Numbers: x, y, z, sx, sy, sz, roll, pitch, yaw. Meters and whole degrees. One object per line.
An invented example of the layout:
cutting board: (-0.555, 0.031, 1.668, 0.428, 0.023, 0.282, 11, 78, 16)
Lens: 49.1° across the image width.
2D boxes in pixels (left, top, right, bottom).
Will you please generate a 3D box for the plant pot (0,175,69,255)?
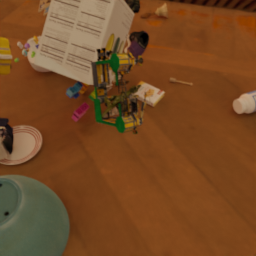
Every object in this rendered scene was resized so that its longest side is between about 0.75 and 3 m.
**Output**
plant pot: (-2.928, 2.214, 6.741, 2.746, 1.849, 2.746, 0, 49, 0)

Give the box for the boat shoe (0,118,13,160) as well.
boat shoe: (-4.969, 0.490, 8.814, 2.815, 1.051, 1.305, -8, 41, -4)

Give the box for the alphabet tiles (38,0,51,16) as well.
alphabet tiles: (-2.215, -4.707, 9.259, 2.184, 0.069, 1.817, -15, 63, 34)

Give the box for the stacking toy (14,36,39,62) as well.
stacking toy: (-3.473, -2.669, 9.523, 0.731, 0.228, 0.969, -12, 54, 16)

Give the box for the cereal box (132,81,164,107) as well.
cereal box: (0.742, -1.334, 10.892, 1.116, 0.221, 0.803, 28, 54, 22)

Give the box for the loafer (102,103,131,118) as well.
loafer: (-0.345, -0.653, 10.163, 1.371, 0.431, 0.493, -15, 51, -13)

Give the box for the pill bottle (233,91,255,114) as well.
pill bottle: (4.530, -0.948, 10.230, 1.300, 0.730, 0.730, -16, 51, -14)

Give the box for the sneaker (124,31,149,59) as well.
sneaker: (0.428, -2.939, 9.507, 0.710, 0.821, 1.875, 36, 33, -22)

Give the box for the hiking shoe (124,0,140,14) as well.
hiking shoe: (0.263, -4.823, 10.681, 0.652, 1.722, 0.867, -12, 56, -46)

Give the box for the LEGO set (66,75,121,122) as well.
LEGO set: (-1.536, -1.334, 10.501, 1.038, 1.116, 2.720, 44, 51, -4)

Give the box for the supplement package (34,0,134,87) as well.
supplement package: (-1.196, -2.620, 8.151, 1.806, 2.397, 1.819, 21, 10, 12)

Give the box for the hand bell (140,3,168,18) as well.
hand bell: (1.347, -6.084, 14.870, 1.415, 0.737, 0.737, -10, 49, 6)

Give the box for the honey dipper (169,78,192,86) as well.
honey dipper: (2.159, -1.863, 11.400, 0.931, 0.177, 0.177, 15, 51, 10)

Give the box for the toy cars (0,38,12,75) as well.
toy cars: (-3.056, -1.216, 6.147, 0.395, 0.801, 1.786, 15, 67, 39)

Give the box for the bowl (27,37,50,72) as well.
bowl: (-3.248, -3.198, 12.161, 2.062, 0.770, 2.059, -13, 50, -10)

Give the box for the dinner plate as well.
dinner plate: (-3.651, 0.579, 9.256, 1.606, 0.195, 1.606, 0, 48, 0)

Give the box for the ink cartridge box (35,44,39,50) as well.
ink cartridge box: (-3.543, -3.462, 12.392, 0.820, 0.195, 0.829, -32, 92, -24)

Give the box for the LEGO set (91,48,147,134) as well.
LEGO set: (-0.026, -0.742, 5.566, 0.991, 1.710, 1.315, -14, 7, -35)
